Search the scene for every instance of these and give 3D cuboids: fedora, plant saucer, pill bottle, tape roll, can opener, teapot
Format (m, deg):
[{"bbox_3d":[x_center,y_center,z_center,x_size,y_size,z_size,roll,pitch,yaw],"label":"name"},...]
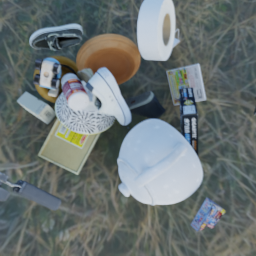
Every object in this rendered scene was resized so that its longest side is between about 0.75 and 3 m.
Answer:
[{"bbox_3d":[-2.503,-1.659,9.961,1.815,0.740,1.815,2,86,-33],"label":"fedora"},{"bbox_3d":[-0.655,-2.186,9.671,2.228,2.228,0.417,-8,54,-2],"label":"plant saucer"},{"bbox_3d":[-1.555,-1.058,8.069,0.611,0.611,1.115,-25,49,-7],"label":"pill bottle"},{"bbox_3d":[0.909,-3.039,8.687,0.651,1.860,1.860,8,74,23],"label":"tape roll"},{"bbox_3d":[-3.110,1.935,8.032,2.418,0.645,0.809,39,65,-31],"label":"can opener"},{"bbox_3d":[0.634,1.223,8.086,2.031,2.781,2.745,-36,38,-18],"label":"teapot"}]

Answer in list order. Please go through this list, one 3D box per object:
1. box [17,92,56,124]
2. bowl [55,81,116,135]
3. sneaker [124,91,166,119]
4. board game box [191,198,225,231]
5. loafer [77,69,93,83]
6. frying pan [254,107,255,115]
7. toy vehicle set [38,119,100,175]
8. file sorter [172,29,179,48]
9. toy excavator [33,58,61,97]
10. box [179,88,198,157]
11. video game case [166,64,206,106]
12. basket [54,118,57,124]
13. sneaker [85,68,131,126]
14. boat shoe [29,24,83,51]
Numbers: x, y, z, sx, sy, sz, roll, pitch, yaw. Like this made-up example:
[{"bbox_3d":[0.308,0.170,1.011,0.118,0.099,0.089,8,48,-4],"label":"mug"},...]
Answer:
[{"bbox_3d":[-3.222,-0.715,9.844,1.484,0.610,0.508,29,73,36],"label":"box"},{"bbox_3d":[-1.322,-0.897,9.119,2.066,0.970,2.066,7,54,-10],"label":"bowl"},{"bbox_3d":[0.390,-0.586,9.618,0.921,1.735,0.649,45,54,-28],"label":"sneaker"},{"bbox_3d":[2.129,2.409,7.561,0.867,0.867,0.268,-52,42,0],"label":"board game box"},{"bbox_3d":[-1.158,-1.507,7.940,0.360,1.053,0.399,-28,114,-16],"label":"loafer"},{"bbox_3d":[4.658,-0.799,10.008,0.208,1.281,0.775,22,96,13],"label":"frying pan"},{"bbox_3d":[-1.790,0.203,9.395,1.471,0.314,2.368,29,90,-7],"label":"toy vehicle set"},{"bbox_3d":[1.371,-3.535,10.715,0.984,0.612,0.682,33,65,28],"label":"file sorter"},{"bbox_3d":[-2.357,-1.502,8.645,0.678,1.357,1.319,12,109,-1],"label":"toy excavator"},{"bbox_3d":[1.916,0.023,8.857,0.478,2.078,1.652,-4,33,10],"label":"box"},{"bbox_3d":[2.073,-1.521,10.028,1.175,0.148,1.291,-8,105,27],"label":"video game case"},{"bbox_3d":[-2.108,-0.132,9.951,1.000,0.714,0.745,8,76,2],"label":"basket"},{"bbox_3d":[-0.588,-0.729,8.068,0.817,2.308,0.843,-36,52,-6],"label":"sneaker"},{"bbox_3d":[-2.326,-2.800,8.918,1.825,0.645,0.581,-11,59,13],"label":"boat shoe"}]
